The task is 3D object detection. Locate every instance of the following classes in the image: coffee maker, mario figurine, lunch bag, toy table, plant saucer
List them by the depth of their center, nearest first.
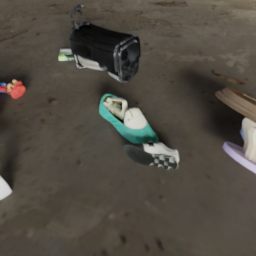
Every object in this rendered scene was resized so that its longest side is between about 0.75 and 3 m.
[{"bbox_3d":[3.601,0.548,7.706,1.687,1.074,1.835,5,26,-46],"label":"toy table"},{"bbox_3d":[4.231,0.289,8.679,1.050,0.787,1.238,1,43,0],"label":"lunch bag"},{"bbox_3d":[4.224,-0.628,9.201,2.800,0.412,2.800,21,21,-9],"label":"plant saucer"},{"bbox_3d":[-4.871,-1.719,11.303,1.576,0.835,0.973,7,38,13],"label":"mario figurine"},{"bbox_3d":[-1.080,-3.504,12.096,2.842,2.730,1.914,24,72,32],"label":"coffee maker"}]

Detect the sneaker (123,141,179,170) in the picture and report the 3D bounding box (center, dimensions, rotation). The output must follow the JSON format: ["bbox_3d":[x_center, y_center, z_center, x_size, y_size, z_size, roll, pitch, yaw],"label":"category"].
[{"bbox_3d":[0.691,0.716,8.288,1.646,0.610,0.728,17,39,6],"label":"sneaker"}]

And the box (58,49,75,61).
[{"bbox_3d":[-2.853,-3.803,14.539,1.410,0.256,1.018,-5,37,-5],"label":"box"}]

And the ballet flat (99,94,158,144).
[{"bbox_3d":[-0.086,-0.357,9.347,0.943,0.986,2.801,-25,44,-31],"label":"ballet flat"}]

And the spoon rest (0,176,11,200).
[{"bbox_3d":[-4.330,0.897,7.765,2.984,0.904,1.482,29,46,31],"label":"spoon rest"}]
